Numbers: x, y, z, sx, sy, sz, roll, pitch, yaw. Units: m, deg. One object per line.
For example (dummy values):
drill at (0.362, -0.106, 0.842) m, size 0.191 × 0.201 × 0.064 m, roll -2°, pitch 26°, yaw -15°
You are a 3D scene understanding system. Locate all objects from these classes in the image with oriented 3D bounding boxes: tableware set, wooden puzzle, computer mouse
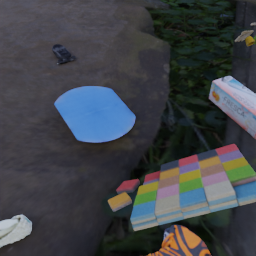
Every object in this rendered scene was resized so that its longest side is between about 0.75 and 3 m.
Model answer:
tableware set at (2.410, -1.752, 4.833) m, size 0.694 × 1.030 × 0.158 m, roll -12°, pitch 73°, yaw -23°
wooden puzzle at (0.880, 0.767, 3.995) m, size 2.688 × 0.189 × 1.594 m, roll -19°, pitch 9°, yaw 13°
computer mouse at (-2.835, -3.119, 11.976) m, size 0.833 × 0.317 × 1.203 m, roll -26°, pitch 60°, yaw -25°

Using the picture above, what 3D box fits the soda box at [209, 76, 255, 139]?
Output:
soda box at (3.697, -0.723, 9.043) m, size 0.811 × 0.754 × 2.372 m, roll -19°, pitch 47°, yaw -19°

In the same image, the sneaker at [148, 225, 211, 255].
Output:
sneaker at (0.602, 2.614, 5.540) m, size 2.189 × 0.849 × 1.226 m, roll 6°, pitch 38°, yaw -9°

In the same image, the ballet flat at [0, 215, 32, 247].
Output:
ballet flat at (-2.926, 2.315, 5.945) m, size 1.694 × 0.608 × 0.608 m, roll -23°, pitch 48°, yaw -22°

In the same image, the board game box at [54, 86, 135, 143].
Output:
board game box at (-1.036, -0.359, 8.886) m, size 2.031 × 0.501 × 2.571 m, roll -20°, pitch 52°, yaw -27°
